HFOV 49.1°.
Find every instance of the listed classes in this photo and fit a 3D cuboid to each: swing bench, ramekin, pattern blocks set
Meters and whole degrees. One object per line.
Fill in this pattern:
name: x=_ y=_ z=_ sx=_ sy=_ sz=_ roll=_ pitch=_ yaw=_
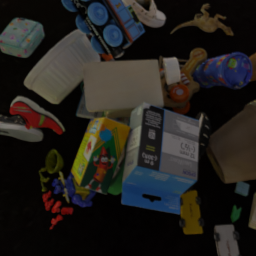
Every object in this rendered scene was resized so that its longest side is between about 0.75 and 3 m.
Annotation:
swing bench: x=1.885 y=-2.075 z=11.508 sx=1.393 sy=0.908 sz=1.400 roll=6 pitch=58 yaw=2
ramekin: x=1.399 y=-1.835 z=8.990 sx=0.418 sy=0.857 sz=0.857 roll=-10 pitch=59 yaw=4
pattern blocks set: x=4.746 y=2.838 z=8.891 sx=2.842 sy=0.230 sz=2.498 roll=12 pitch=59 yaw=7
ramekin: x=-2.271 y=-2.122 z=10.287 sx=1.353 sy=2.906 sz=2.906 roll=45 pitch=64 yaw=-12

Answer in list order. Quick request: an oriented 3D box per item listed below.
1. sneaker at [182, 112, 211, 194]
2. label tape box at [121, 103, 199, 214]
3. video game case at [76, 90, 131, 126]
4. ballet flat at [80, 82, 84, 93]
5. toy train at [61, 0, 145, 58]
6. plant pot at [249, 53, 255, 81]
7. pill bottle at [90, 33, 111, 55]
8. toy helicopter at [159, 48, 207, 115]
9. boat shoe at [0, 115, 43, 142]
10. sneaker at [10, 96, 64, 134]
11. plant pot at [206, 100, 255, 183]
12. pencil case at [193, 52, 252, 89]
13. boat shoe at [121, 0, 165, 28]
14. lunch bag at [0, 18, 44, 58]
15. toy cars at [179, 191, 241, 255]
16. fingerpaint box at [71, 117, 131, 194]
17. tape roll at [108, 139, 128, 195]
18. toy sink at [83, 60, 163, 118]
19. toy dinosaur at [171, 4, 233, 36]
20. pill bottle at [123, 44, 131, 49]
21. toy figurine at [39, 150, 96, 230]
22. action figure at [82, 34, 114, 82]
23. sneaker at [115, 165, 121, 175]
sneaker: x=1.805 y=0.681 z=8.699 sx=1.014 sy=0.945 sz=2.558 roll=20 pitch=87 yaw=38
label tape box: x=0.906 y=0.833 z=7.445 sx=1.845 sy=0.851 sz=2.575 roll=17 pitch=65 yaw=-21
video game case: x=-0.772 y=-0.860 z=10.242 sx=1.955 sy=0.174 sz=1.399 roll=10 pitch=60 yaw=2
ballet flat: x=-1.234 y=-0.959 z=10.827 sx=0.841 sy=0.805 sz=2.390 roll=-5 pitch=50 yaw=-38
toy train: x=-0.792 y=-3.580 z=8.612 sx=1.605 sy=1.217 sz=2.809 roll=-46 pitch=113 yaw=-28
plant pot: x=5.132 y=-2.430 z=11.699 sx=1.243 sy=1.158 sz=1.158 roll=-23 pitch=60 yaw=2
pill bottle: x=-0.900 y=-3.335 z=10.381 sx=0.664 sy=1.191 sz=0.664 roll=-31 pitch=39 yaw=30
toy helicopter: x=1.909 y=-1.919 z=10.270 sx=1.767 sy=1.054 sz=2.672 roll=31 pitch=75 yaw=26
boat shoe: x=-4.209 y=-0.107 z=10.414 sx=2.410 sy=0.843 sz=0.799 roll=8 pitch=60 yaw=14
sneaker: x=-2.789 y=-0.231 z=8.569 sx=0.696 sy=1.807 sz=0.767 roll=10 pitch=68 yaw=53
plant pot: x=3.839 y=0.645 z=9.116 sx=2.265 sy=2.610 sz=2.610 roll=-24 pitch=60 yaw=4
pencil case: x=3.375 y=-1.990 z=10.169 sx=1.250 sy=2.877 sz=1.123 roll=32 pitch=94 yaw=-10
boat shoe: x=0.858 y=-5.386 z=12.803 sx=2.913 sy=1.010 sz=1.032 roll=-8 pitch=61 yaw=-44
lunch bag: x=-4.837 y=-4.182 z=12.880 sx=1.586 sy=0.762 sz=1.978 roll=16 pitch=60 yaw=9
toy cars: x=2.419 y=3.120 z=8.543 sx=1.215 sy=0.600 sz=2.710 roll=-42 pitch=70 yaw=-15
fingerpaint box: x=-0.880 y=0.710 z=8.267 sx=0.834 sy=2.275 sz=1.898 roll=21 pitch=84 yaw=-16
tape roll: x=-0.261 y=1.143 z=8.362 sx=0.402 sy=1.672 sz=1.672 roll=28 pitch=57 yaw=-19
toy sink: x=-0.226 y=-1.212 z=9.250 sx=2.412 sy=1.351 sz=1.572 roll=-5 pitch=80 yaw=-9
toy dinosaur: x=3.604 y=-5.100 z=13.396 sx=2.984 sy=0.868 sz=1.509 roll=6 pitch=60 yaw=4
pill bottle: x=-0.614 y=-4.801 z=12.921 sx=1.339 sy=1.339 sz=2.414 roll=-16 pitch=60 yaw=-10
toy figurine: x=-1.827 y=1.968 z=9.167 sx=1.523 sy=1.341 sz=2.543 roll=14 pitch=28 yaw=-35
action figure: x=-1.384 y=-3.315 z=11.881 sx=1.549 sy=2.962 sz=2.865 roll=6 pitch=77 yaw=-36
sneaker: x=-0.236 y=1.379 z=9.591 sx=1.069 sy=0.378 sz=0.530 roll=37 pitch=37 yaw=-2
